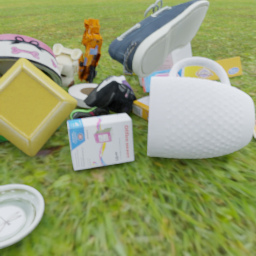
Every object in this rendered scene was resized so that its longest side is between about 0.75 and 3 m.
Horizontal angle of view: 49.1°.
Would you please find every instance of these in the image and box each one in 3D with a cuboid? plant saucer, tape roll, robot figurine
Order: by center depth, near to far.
[{"bbox_3d":[-2.545,1.857,5.723,1.648,0.414,1.648,1,31,0],"label":"plant saucer"},{"bbox_3d":[-2.694,-0.610,7.428,2.010,2.011,0.487,-53,8,-16],"label":"plant saucer"},{"bbox_3d":[-1.389,-1.244,10.741,1.810,0.331,1.810,6,27,-3],"label":"tape roll"},{"bbox_3d":[-1.618,-2.983,11.451,0.753,2.588,1.876,3,52,-19],"label":"robot figurine"}]

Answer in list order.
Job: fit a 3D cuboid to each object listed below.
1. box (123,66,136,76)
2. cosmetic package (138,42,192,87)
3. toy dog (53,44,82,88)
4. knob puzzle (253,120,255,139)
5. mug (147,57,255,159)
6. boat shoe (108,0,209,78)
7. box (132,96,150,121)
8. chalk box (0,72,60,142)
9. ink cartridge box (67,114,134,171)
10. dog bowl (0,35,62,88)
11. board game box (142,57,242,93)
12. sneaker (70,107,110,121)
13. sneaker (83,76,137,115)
[{"bbox_3d":[0.619,-2.898,13.408,1.696,0.594,0.545,-3,32,-5],"label":"box"},{"bbox_3d":[1.439,-3.051,11.676,1.815,2.169,1.804,7,36,35],"label":"cosmetic package"},{"bbox_3d":[-2.431,-2.226,10.956,1.062,1.521,1.475,6,57,-10],"label":"toy dog"},{"bbox_3d":[4.447,-0.136,8.581,1.409,0.195,1.409,-20,19,7],"label":"knob puzzle"},{"bbox_3d":[1.867,-0.596,7.577,2.553,2.149,2.912,3,71,5],"label":"mug"},{"bbox_3d":[0.722,-1.987,5.752,0.870,1.053,2.814,32,59,21],"label":"boat shoe"},{"bbox_3d":[1.521,-0.841,10.142,2.447,0.507,1.457,-21,37,-35],"label":"box"},{"bbox_3d":[-3.105,-0.778,9.001,2.479,1.536,1.547,-14,35,-22],"label":"chalk box"},{"bbox_3d":[-0.706,0.346,7.395,1.625,1.174,0.688,-9,18,-14],"label":"ink cartridge box"},{"bbox_3d":[-3.620,-2.001,9.323,2.789,2.789,1.028,-2,73,-4],"label":"dog bowl"},{"bbox_3d":[2.030,-1.777,9.720,2.936,0.592,2.246,-11,7,-1],"label":"board game box"},{"bbox_3d":[-1.245,-0.346,9.411,1.341,0.515,0.562,-11,49,-11],"label":"sneaker"},{"bbox_3d":[-0.358,-0.964,9.196,1.232,1.066,2.815,50,25,0],"label":"sneaker"}]
